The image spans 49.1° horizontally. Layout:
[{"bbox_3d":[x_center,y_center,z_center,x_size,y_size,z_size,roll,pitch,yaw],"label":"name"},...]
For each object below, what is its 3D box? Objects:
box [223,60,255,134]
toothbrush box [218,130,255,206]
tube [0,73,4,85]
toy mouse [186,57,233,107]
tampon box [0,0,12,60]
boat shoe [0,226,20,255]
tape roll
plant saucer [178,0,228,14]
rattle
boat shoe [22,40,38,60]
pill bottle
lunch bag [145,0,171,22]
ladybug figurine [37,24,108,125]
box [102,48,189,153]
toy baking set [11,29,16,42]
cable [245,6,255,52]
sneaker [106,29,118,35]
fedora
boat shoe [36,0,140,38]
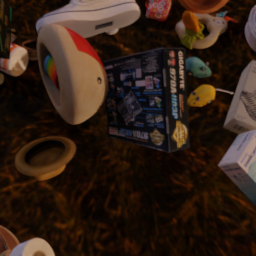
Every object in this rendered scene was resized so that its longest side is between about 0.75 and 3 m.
[{"bbox_3d":[3.411,-0.802,7.760,0.842,0.701,2.049,23,68,6],"label":"box"},{"bbox_3d":[3.243,1.046,6.943,1.644,0.701,1.204,46,64,-7],"label":"toothbrush box"},{"bbox_3d":[-5.262,-2.008,9.972,1.735,0.451,0.504,24,31,15],"label":"tube"},{"bbox_3d":[2.023,-1.808,9.815,2.658,0.514,2.363,-21,69,-9],"label":"toy mouse"},{"bbox_3d":[-3.988,-2.818,7.189,1.317,2.087,1.564,4,89,-6],"label":"tampon box"},{"bbox_3d":[-3.214,3.724,7.286,1.058,1.003,2.795,-35,72,-13],"label":"boat shoe"},{"bbox_3d":[-2.021,2.978,5.970,0.392,1.120,1.120,-25,68,14],"label":"tape roll"},{"bbox_3d":[2.343,-4.441,8.718,1.880,1.880,0.352,17,48,7],"label":"plant saucer"},{"bbox_3d":[3.003,-4.066,10.156,2.444,1.746,1.591,-20,53,-2],"label":"rattle"},{"bbox_3d":[-2.916,-2.909,10.175,1.901,0.682,0.720,-10,68,-4],"label":"boat shoe"},{"bbox_3d":[-4.590,-2.618,9.860,1.843,1.052,1.052,24,70,9],"label":"pill bottle"},{"bbox_3d":[1.149,-4.799,11.072,0.975,0.454,1.107,16,69,6],"label":"lunch bag"},{"bbox_3d":[-1.289,-1.283,6.308,1.049,1.980,2.917,-14,43,-24],"label":"ladybug figurine"},{"bbox_3d":[0.268,-0.622,6.210,0.564,2.450,1.948,-10,100,-32],"label":"box"},{"bbox_3d":[-4.972,-3.470,10.690,1.350,0.157,1.036,15,69,6],"label":"toy baking set"},{"bbox_3d":[5.648,-3.644,10.394,2.480,0.859,2.480,-21,69,-7],"label":"cable"},{"bbox_3d":[-1.021,-4.716,10.839,0.847,0.821,2.319,-29,71,-11],"label":"sneaker"},{"bbox_3d":[-1.900,0.776,6.616,1.450,0.592,1.450,-3,33,2],"label":"fedora"},{"bbox_3d":[-1.098,-3.046,7.446,2.828,1.040,0.924,-18,81,-23],"label":"boat shoe"}]
